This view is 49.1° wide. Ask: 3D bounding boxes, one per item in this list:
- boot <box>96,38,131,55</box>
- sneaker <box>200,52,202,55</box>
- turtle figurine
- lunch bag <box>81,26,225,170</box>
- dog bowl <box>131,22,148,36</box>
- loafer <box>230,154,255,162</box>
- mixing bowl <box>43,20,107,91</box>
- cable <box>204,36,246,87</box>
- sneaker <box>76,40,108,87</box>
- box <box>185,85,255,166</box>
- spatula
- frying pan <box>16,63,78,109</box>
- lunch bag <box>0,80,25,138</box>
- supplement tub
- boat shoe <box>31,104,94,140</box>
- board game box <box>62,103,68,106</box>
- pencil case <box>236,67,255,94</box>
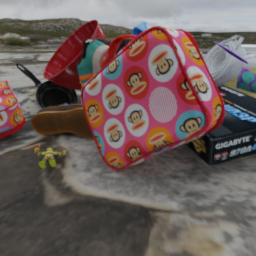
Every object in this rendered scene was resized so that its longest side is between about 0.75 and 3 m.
[{"bbox_3d":[-0.494,-2.537,8.585,1.032,0.410,1.186,12,-15,-16],"label":"boot"},{"bbox_3d":[1.847,-1.916,8.562,0.493,1.198,0.443,29,-23,-15],"label":"sneaker"},{"bbox_3d":[-1.962,0.689,6.777,0.928,0.299,0.749,6,26,-12],"label":"turtle figurine"},{"bbox_3d":[0.249,-0.674,5.941,2.942,2.591,1.205,-28,-7,41],"label":"lunch bag"},{"bbox_3d":[0.665,-2.939,9.405,0.400,0.901,1.616,-24,48,-23],"label":"dog bowl"},{"bbox_3d":[2.929,0.421,7.102,1.722,0.581,0.655,-7,21,-19],"label":"loafer"},{"bbox_3d":[-1.644,-2.443,10.474,2.820,1.527,2.820,-31,36,26],"label":"mixing bowl"},{"bbox_3d":[2.683,-1.862,8.083,0.493,1.424,1.424,28,-8,-24],"label":"cable"},{"bbox_3d":[-1.092,-1.515,8.843,0.925,2.592,1.036,-24,51,-40],"label":"sneaker"},{"bbox_3d":[2.293,-0.262,7.147,2.351,0.680,2.958,-11,26,-14],"label":"box"},{"bbox_3d":[3.114,-1.714,6.835,2.470,0.254,0.698,0,34,-28],"label":"spatula"},{"bbox_3d":[-3.174,-1.287,10.504,2.596,0.423,1.570,19,58,-14],"label":"frying pan"},{"bbox_3d":[-4.326,-0.464,8.304,2.118,0.985,2.405,-24,38,-18],"label":"lunch bag"},{"bbox_3d":[4.290,-1.885,10.772,1.789,2.461,1.789,0,20,0],"label":"supplement tub"},{"bbox_3d":[-1.504,-0.291,8.485,2.808,0.988,0.987,6,23,17],"label":"boat shoe"},{"bbox_3d":[-2.195,-0.503,9.879,1.154,0.356,1.153,6,27,17],"label":"board game box"},{"bbox_3d":[4.227,-1.377,8.795,1.563,0.722,0.665,20,29,18],"label":"pencil case"}]
